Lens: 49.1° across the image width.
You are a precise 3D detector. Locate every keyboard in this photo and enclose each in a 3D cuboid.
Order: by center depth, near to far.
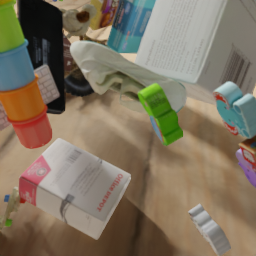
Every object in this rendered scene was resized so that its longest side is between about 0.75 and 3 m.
[{"bbox_3d":[-2.273,-0.206,4.629,2.457,0.691,0.131,-37,53,-25],"label":"keyboard"},{"bbox_3d":[-2.131,-1.688,6.184,0.345,2.686,1.613,-12,-12,37],"label":"keyboard"}]

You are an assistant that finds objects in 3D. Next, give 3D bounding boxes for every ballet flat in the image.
[{"bbox_3d":[-0.111,-0.701,4.224,2.021,0.702,0.702,25,40,8],"label":"ballet flat"}]

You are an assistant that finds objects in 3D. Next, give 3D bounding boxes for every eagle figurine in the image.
[{"bbox_3d":[-1.954,-2.420,10.892,2.046,2.711,2.057,33,-12,-16],"label":"eagle figurine"}]

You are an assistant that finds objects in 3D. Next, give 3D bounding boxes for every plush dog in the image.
[{"bbox_3d":[-1.849,-3.555,9.454,1.519,1.218,1.304,-5,8,10],"label":"plush dog"}]

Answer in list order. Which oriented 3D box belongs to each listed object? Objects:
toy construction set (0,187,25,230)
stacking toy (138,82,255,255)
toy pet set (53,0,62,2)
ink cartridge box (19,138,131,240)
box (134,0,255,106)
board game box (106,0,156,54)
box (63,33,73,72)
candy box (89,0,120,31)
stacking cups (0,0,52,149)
[{"bbox_3d":[-2.890,1.673,5.640,1.579,0.727,1.035,-4,22,-3],"label":"toy construction set"},{"bbox_3d":[1.465,0.144,3.446,2.042,2.709,0.636,-31,29,-5],"label":"stacking toy"},{"bbox_3d":[-1.798,-3.561,7.097,0.822,0.437,0.768,9,9,26],"label":"toy pet set"},{"bbox_3d":[-1.067,1.213,5.824,1.852,0.767,1.357,26,40,9],"label":"ink cartridge box"},{"bbox_3d":[1.632,-1.742,5.526,1.499,2.294,2.282,24,7,41],"label":"box"},{"bbox_3d":[0.660,-2.964,7.770,2.334,1.762,0.548,-13,47,-44],"label":"board game box"},{"bbox_3d":[-2.432,-2.529,8.726,1.049,0.785,2.095,5,30,-29],"label":"box"},{"bbox_3d":[-0.745,-4.782,10.461,0.598,2.119,1.236,47,49,10],"label":"candy box"},{"bbox_3d":[-1.704,-0.935,4.132,0.845,2.792,0.845,-9,35,6],"label":"stacking cups"}]
